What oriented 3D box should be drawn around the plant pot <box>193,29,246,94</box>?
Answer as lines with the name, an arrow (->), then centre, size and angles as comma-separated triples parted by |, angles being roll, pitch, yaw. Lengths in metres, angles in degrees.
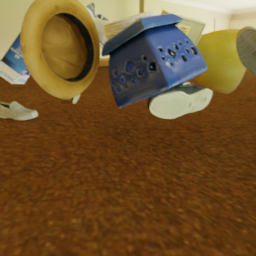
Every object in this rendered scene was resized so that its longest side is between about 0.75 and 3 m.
plant pot -> 2.972, -2.491, 10.098 | 1.645, 2.318, 2.318 | 7, 17, -8

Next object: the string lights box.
string lights box -> -3.841, -3.144, 11.025 | 0.876, 2.970, 1.526 | 36, 4, -9

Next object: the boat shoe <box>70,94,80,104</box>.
boat shoe -> -1.790, -1.430, 9.552 | 0.374, 1.196, 0.426 | 15, -2, 4

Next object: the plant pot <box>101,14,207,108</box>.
plant pot -> 0.573, -1.790, 7.243 | 1.941, 1.745, 1.941 | -17, 9, 47

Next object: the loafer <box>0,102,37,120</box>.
loafer -> -4.829, -0.753, 11.990 | 2.058, 0.718, 0.719 | 6, 19, 17

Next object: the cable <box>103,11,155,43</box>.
cable -> 0.073, -3.911, 10.805 | 2.094, 0.725, 2.094 | -13, 23, 9

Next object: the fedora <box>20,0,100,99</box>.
fedora -> -1.703, -1.895, 6.673 | 1.012, 2.482, 2.482 | 13, 22, 32

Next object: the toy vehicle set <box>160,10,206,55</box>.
toy vehicle set -> 1.563, -2.881, 8.750 | 1.889, 1.174, 0.250 | -5, 39, -40

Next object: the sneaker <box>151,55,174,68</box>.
sneaker -> 1.288, -2.207, 9.727 | 2.166, 0.866, 0.773 | -46, -1, -15

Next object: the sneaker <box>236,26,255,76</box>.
sneaker -> 3.394, -2.007, 7.444 | 0.787, 2.104, 1.118 | -33, 36, 29

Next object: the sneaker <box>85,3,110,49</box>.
sneaker -> -1.119, -4.236, 12.436 | 1.057, 1.113, 2.766 | 51, 10, 35

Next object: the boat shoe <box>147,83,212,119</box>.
boat shoe -> 1.324, -0.825, 7.751 | 2.385, 0.856, 0.806 | -13, 45, -40
